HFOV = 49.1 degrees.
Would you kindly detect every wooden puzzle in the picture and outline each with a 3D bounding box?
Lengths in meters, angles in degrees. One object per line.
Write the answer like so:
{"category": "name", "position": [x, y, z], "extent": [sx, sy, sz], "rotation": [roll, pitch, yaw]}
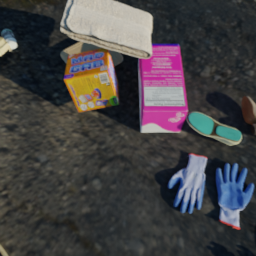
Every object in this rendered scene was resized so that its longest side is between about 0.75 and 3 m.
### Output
{"category": "wooden puzzle", "position": [-1.437, -2.775, 11.089], "extent": [1.916, 0.357, 1.773], "rotation": [-35, 71, -12]}

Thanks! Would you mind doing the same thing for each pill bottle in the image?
{"category": "pill bottle", "position": [-4.896, -3.633, 11.543], "extent": [0.460, 0.460, 0.813], "rotation": [-24, 64, -13]}

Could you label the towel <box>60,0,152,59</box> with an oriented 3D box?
{"category": "towel", "position": [-0.577, -3.338, 8.890], "extent": [2.903, 0.500, 1.924], "rotation": [12, 60, -14]}

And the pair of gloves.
{"category": "pair of gloves", "position": [2.528, 1.835, 8.613], "extent": [2.517, 0.287, 2.024], "rotation": [17, 62, 8]}

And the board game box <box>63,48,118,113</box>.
{"category": "board game box", "position": [-1.198, -1.634, 9.547], "extent": [1.440, 1.441, 1.440], "rotation": [-11, 45, 6]}

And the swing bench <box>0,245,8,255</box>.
{"category": "swing bench", "position": [-4.204, 3.739, 6.962], "extent": [2.166, 1.405, 2.155], "rotation": [-42, 69, -15]}

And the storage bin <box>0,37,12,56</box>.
{"category": "storage bin", "position": [-5.708, -2.999, 11.053], "extent": [1.528, 0.721, 1.539], "rotation": [27, 64, 14]}

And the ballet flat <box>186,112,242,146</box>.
{"category": "ballet flat", "position": [2.723, 0.066, 9.153], "extent": [1.922, 0.668, 0.668], "rotation": [25, 63, 0]}

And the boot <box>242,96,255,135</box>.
{"category": "boot", "position": [4.771, -0.335, 9.699], "extent": [1.279, 0.614, 1.749], "rotation": [1, 62, -7]}

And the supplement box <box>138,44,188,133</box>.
{"category": "supplement box", "position": [1.093, -1.385, 9.726], "extent": [1.467, 1.437, 2.839], "rotation": [1, 62, 0]}
